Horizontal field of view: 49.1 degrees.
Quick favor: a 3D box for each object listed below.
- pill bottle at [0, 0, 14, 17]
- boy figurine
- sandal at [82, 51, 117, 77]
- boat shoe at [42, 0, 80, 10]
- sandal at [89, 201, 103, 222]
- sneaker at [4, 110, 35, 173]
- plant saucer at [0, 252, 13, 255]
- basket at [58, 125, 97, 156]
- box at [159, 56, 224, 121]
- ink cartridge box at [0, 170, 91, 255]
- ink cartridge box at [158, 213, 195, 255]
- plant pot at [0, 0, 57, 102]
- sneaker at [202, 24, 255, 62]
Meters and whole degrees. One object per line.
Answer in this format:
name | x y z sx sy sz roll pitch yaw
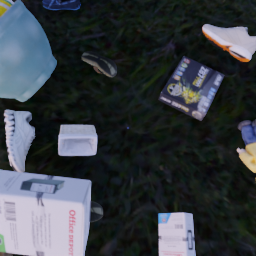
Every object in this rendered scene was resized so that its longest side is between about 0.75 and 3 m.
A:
pill bottle | -4.574 -3.567 9.711 1.028 1.028 1.824 9 66 4
boy figurine | 3.840 0.776 7.927 1.315 0.682 2.116 -11 67 3
sandal | -0.937 -2.110 9.403 1.474 0.420 0.585 36 56 25
boat shoe | -2.535 -4.829 10.576 1.418 0.487 0.597 -3 66 -1
sandal | -1.300 2.279 7.454 1.344 0.383 0.534 -13 73 9
sneaker | -3.103 0.336 8.120 0.820 0.760 2.023 -5 64 -22
plant saucer | -3.834 3.280 7.049 1.763 0.260 1.763 0 67 0
basket | -1.432 0.324 7.925 1.044 0.707 0.644 0 39 -14
box | 2.010 -1.282 8.833 1.476 0.450 1.832 30 61 7
ink cartridge box | -2.095 2.054 6.592 2.330 1.700 0.979 7 23 1
ink cartridge box | 1.120 2.638 6.494 0.725 0.424 1.250 -16 62 37
plant pot | -3.349 -1.964 8.219 1.891 2.822 2.822 42 65 -28
sneaker | 3.434 -3.050 9.347 2.003 0.758 0.921 41 102 23
